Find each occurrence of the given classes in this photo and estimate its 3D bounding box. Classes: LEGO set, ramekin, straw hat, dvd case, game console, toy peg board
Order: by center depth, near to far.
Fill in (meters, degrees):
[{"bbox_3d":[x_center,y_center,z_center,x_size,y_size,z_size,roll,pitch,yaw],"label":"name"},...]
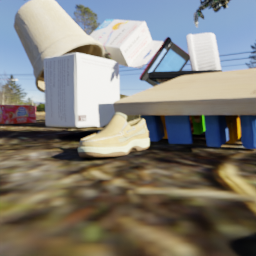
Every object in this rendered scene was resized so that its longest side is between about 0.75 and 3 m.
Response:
[{"bbox_3d":[1.570,-0.198,4.879,2.538,1.241,2.527,1,19,39],"label":"toy peg board"},{"bbox_3d":[2.793,-3.775,7.720,2.535,0.718,1.646,-38,14,-16],"label":"LEGO set"},{"bbox_3d":[1.900,-1.383,8.332,1.900,0.234,2.664,3,3,22],"label":"dvd case"},{"bbox_3d":[1.298,-2.087,9.645,0.986,1.661,1.432,36,14,4],"label":"game console"},{"bbox_3d":[0.029,-0.584,10.692,2.026,0.857,2.026,16,-5,2],"label":"straw hat"},{"bbox_3d":[3.151,-2.787,11.489,1.078,2.314,2.314,-11,0,20],"label":"ramekin"}]

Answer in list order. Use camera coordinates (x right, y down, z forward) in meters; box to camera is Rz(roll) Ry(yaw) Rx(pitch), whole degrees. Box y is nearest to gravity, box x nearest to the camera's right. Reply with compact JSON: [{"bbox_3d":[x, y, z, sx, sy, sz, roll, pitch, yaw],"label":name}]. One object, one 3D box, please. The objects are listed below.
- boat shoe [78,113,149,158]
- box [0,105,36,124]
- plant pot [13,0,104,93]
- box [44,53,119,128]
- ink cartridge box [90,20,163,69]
[{"bbox_3d":[-0.155,0.065,3.526,0.483,0.513,1.348,2,4,27],"label":"boat shoe"},{"bbox_3d":[-4.389,-0.539,10.963,0.691,0.722,1.448,2,4,32],"label":"box"},{"bbox_3d":[-2.710,-3.111,10.189,2.789,2.553,2.789,-33,-8,-6],"label":"plant pot"},{"bbox_3d":[-1.388,-1.093,8.810,1.375,2.104,2.093,2,5,33],"label":"box"},{"bbox_3d":[-0.235,-3.389,11.104,2.812,1.619,0.954,22,-25,39],"label":"ink cartridge box"}]
